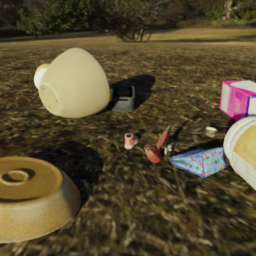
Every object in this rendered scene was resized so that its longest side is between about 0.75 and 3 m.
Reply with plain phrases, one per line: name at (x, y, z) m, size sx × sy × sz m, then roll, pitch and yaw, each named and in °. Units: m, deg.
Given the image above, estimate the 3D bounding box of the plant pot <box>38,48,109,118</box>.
plant pot at (-2.225, -1.410, 10.368) m, size 2.608 × 2.608 × 1.751 m, roll 18°, pitch 40°, yaw 38°

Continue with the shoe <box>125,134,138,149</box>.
shoe at (0.105, 0.320, 8.573) m, size 0.285 × 0.362 × 0.797 m, roll 7°, pitch 22°, yaw 18°

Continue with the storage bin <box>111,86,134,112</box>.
storage bin at (-0.221, -1.277, 12.079) m, size 0.932 × 0.646 × 1.378 m, roll 1°, pitch 28°, yaw 0°

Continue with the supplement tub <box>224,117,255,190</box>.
supplement tub at (3.155, 0.689, 6.040) m, size 1.505 × 1.505 × 2.080 m, roll -4°, pitch 21°, yaw -9°

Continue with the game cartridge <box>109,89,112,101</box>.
game cartridge at (-0.544, -1.581, 13.735) m, size 1.320 × 0.243 × 1.498 m, roll 7°, pitch 25°, yaw 17°

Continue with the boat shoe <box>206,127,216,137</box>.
boat shoe at (2.654, 0.146, 9.007) m, size 0.331 × 0.274 × 0.921 m, roll 13°, pitch 2°, yaw 15°

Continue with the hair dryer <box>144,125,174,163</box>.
hair dryer at (0.784, 0.442, 7.372) m, size 0.343 × 0.963 × 1.264 m, roll 13°, pitch 22°, yaw 32°

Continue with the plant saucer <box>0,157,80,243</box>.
plant saucer at (-2.272, 1.175, 5.597) m, size 2.672 × 0.473 × 2.672 m, roll 9°, pitch 17°, yaw -3°

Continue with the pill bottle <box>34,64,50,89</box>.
pill bottle at (-4.260, -2.583, 14.792) m, size 1.299 × 1.299 × 2.334 m, roll -5°, pitch 21°, yaw -14°

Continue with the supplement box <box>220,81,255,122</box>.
supplement box at (4.576, -0.969, 10.699) m, size 1.223 × 1.249 × 2.417 m, roll -2°, pitch 22°, yaw -4°

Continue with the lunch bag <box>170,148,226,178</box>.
lunch bag at (1.742, 0.824, 7.229) m, size 0.877 × 0.548 × 1.166 m, roll -15°, pitch 10°, yaw -37°
